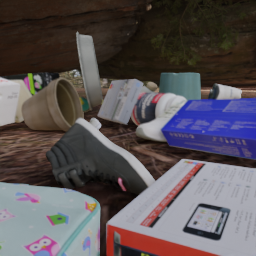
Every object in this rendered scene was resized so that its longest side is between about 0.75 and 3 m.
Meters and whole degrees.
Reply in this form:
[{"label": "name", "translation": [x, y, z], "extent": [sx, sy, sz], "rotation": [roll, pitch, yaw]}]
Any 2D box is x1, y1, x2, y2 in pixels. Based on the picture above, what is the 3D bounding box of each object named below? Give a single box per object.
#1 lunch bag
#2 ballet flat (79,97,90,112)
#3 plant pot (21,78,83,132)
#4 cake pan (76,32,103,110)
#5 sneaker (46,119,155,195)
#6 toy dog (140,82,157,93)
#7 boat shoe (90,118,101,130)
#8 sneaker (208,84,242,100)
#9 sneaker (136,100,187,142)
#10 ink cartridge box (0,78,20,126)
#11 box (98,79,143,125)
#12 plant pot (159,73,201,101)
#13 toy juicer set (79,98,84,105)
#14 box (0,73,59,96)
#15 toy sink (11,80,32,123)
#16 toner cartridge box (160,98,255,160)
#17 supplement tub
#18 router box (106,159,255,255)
[{"label": "lunch bag", "translation": [-0.958, 0.808, 1.819], "extent": [1.405, 0.542, 1.127], "rotation": [2, 13, 13]}, {"label": "ballet flat", "translation": [-2.271, -0.968, 11.940], "extent": [1.920, 0.664, 0.683], "rotation": [4, -9, 24]}, {"label": "plant pot", "translation": [-2.070, -0.495, 7.476], "extent": [1.227, 1.414, 1.414], "rotation": [-14, 6, 16]}, {"label": "cake pan", "translation": [-1.386, -2.092, 10.379], "extent": [0.523, 2.852, 2.852], "rotation": [-9, 11, -3]}, {"label": "sneaker", "translation": [-0.366, 0.573, 3.404], "extent": [1.626, 0.575, 0.806], "rotation": [34, 67, 32]}, {"label": "toy dog", "translation": [0.443, -1.040, 9.203], "extent": [1.455, 0.960, 0.701], "rotation": [-23, 49, -25]}, {"label": "boat shoe", "translation": [-0.915, -0.103, 7.488], "extent": [0.285, 0.259, 0.775], "rotation": [-41, 14, -3]}, {"label": "sneaker", "translation": [3.174, -0.946, 9.397], "extent": [0.915, 0.783, 2.102], "rotation": [6, 1, 8]}, {"label": "sneaker", "translation": [1.076, -0.196, 6.573], "extent": [2.235, 0.896, 0.786], "rotation": [-10, 15, -37]}, {"label": "ink cartridge box", "translation": [-4.206, -0.819, 6.468], "extent": [2.610, 1.080, 1.912], "rotation": [19, 16, 14]}, {"label": "box", "translation": [-0.272, -0.789, 8.169], "extent": [0.327, 1.239, 1.589], "rotation": [24, -5, -28]}, {"label": "plant pot", "translation": [1.602, -0.929, 8.758], "extent": [1.595, 1.562, 1.595], "rotation": [1, 9, 0]}, {"label": "toy juicer set", "translation": [-2.363, -0.622, 10.554], "extent": [1.418, 0.386, 0.902], "rotation": [-23, 16, 12]}, {"label": "box", "translation": [-3.697, -1.280, 10.589], "extent": [1.999, 1.485, 1.243], "rotation": [-2, 10, 15]}, {"label": "toy sink", "translation": [-3.589, -0.703, 9.072], "extent": [0.966, 1.482, 0.830], "rotation": [9, 43, 43]}, {"label": "toner cartridge box", "translation": [1.685, -0.050, 5.076], "extent": [1.028, 0.467, 2.163], "rotation": [-44, 26, -24]}, {"label": "supplement tub", "translation": [0.844, -0.466, 7.717], "extent": [0.989, 0.989, 1.410], "rotation": [-10, 13, -44]}, {"label": "router box", "translation": [0.936, 0.772, 2.318], "extent": [1.578, 0.429, 1.758], "rotation": [5, 11, 28]}]
